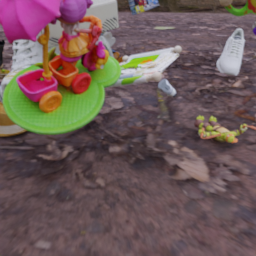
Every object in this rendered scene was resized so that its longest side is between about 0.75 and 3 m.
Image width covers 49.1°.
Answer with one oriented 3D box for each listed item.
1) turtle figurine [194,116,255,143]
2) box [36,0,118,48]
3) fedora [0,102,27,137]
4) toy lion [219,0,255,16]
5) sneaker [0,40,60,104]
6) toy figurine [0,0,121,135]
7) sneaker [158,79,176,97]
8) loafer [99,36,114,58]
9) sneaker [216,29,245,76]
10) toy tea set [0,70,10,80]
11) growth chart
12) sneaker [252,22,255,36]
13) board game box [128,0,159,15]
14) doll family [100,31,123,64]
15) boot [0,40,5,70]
[{"bbox_3d":[2.627,0.098,7.906,1.804,0.581,1.455,-9,22,-14],"label":"turtle figurine"},{"bbox_3d":[-0.879,-1.796,4.659,1.386,0.474,0.570,-25,44,-22],"label":"box"},{"bbox_3d":[-3.694,-0.365,8.641,1.765,0.720,1.765,0,27,0],"label":"fedora"},{"bbox_3d":[2.822,-2.974,6.309,1.110,1.158,0.397,35,42,-24],"label":"toy lion"},{"bbox_3d":[-1.663,-1.201,4.793,0.959,2.603,1.504,-12,21,19],"label":"sneaker"},{"bbox_3d":[-0.801,-1.093,3.442,1.870,1.721,1.404,-35,64,-28],"label":"toy figurine"},{"bbox_3d":[1.024,-1.024,7.422,0.305,0.295,0.834,-41,28,14],"label":"sneaker"},{"bbox_3d":[-0.538,-1.824,7.085,0.381,1.091,0.381,-8,56,3],"label":"loafer"},{"bbox_3d":[1.632,-1.181,4.378,0.356,0.375,0.932,17,51,6],"label":"sneaker"},{"bbox_3d":[-2.805,-1.295,6.358,0.547,0.341,0.920,-1,3,0],"label":"toy tea set"},{"bbox_3d":[0.126,-1.200,5.590,1.721,0.211,2.378,-5,25,25],"label":"growth chart"},{"bbox_3d":[2.810,-1.685,4.975,0.509,0.728,1.463,-14,10,-16],"label":"sneaker"},{"bbox_3d":[0.251,-3.575,7.165,0.359,1.163,1.163,-1,27,39],"label":"board game box"},{"bbox_3d":[-0.734,-2.350,8.010,0.969,2.149,1.334,-43,48,-5],"label":"doll family"},{"bbox_3d":[-4.808,-2.318,8.958,0.642,1.146,1.656,45,40,15],"label":"boot"}]
